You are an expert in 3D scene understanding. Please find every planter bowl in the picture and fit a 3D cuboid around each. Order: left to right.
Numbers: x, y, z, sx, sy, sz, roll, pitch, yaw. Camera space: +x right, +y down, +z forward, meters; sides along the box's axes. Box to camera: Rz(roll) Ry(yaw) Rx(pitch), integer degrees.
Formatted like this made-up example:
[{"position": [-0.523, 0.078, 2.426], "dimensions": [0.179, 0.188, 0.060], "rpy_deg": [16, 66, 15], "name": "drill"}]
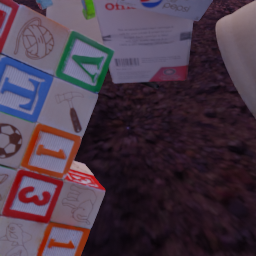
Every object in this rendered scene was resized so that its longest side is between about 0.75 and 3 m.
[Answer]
[{"position": [2.290, -0.976, 3.689], "dimensions": [1.991, 1.340, 1.991], "rpy_deg": [26, 49, -35], "name": "planter bowl"}]

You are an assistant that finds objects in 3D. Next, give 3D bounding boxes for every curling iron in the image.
[{"position": [-0.060, -0.995, 5.187], "dimensions": [1.488, 0.190, 0.369], "rpy_deg": [29, 34, 28], "name": "curling iron"}]

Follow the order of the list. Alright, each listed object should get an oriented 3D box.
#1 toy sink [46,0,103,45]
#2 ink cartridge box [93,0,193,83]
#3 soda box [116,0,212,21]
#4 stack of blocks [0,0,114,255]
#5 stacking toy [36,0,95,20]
[{"position": [-0.868, -2.691, 6.953], "dimensions": [2.118, 1.381, 1.187], "rpy_deg": [16, 16, 30], "name": "toy sink"}, {"position": [0.281, -1.472, 4.129], "dimensions": [1.266, 1.728, 0.715], "rpy_deg": [-1, 61, 6], "name": "ink cartridge box"}, {"position": [0.374, -1.433, 2.934], "dimensions": [0.984, 0.335, 0.313], "rpy_deg": [2, 63, -21], "name": "soda box"}, {"position": [-0.744, 0.298, 1.755], "dimensions": [1.090, 1.893, 0.554], "rpy_deg": [20, 1, -25], "name": "stack of blocks"}, {"position": [-1.511, -2.424, 4.235], "dimensions": [1.649, 2.187, 0.514], "rpy_deg": [-29, 43, -15], "name": "stacking toy"}]
